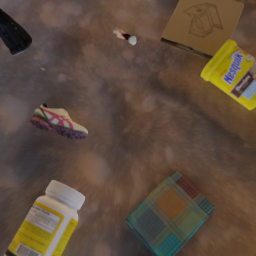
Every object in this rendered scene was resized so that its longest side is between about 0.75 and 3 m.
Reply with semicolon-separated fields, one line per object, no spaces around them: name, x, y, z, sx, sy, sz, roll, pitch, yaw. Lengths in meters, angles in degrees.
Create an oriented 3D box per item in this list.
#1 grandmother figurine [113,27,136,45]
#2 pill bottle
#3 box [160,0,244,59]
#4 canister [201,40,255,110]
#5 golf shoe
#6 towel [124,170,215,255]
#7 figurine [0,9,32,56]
grandmother figurine;-0.042;-2.350;7.220;0.474;0.237;0.781;-5;37;-38
pill bottle;-1.757;2.183;6.158;1.061;1.061;1.857;23;67;10
box;2.452;-3.471;9.224;2.067;0.269;2.529;22;68;10
canister;3.154;-1.484;7.915;1.718;0.744;1.276;41;92;14
golf shoe;-1.789;-0.199;7.525;1.626;0.590;0.749;20;67;9
towel;1.001;2.067;6.692;1.853;0.201;1.359;-41;72;-17
figurine;-3.354;-2.269;6.322;1.660;1.620;0.715;-23;37;11
